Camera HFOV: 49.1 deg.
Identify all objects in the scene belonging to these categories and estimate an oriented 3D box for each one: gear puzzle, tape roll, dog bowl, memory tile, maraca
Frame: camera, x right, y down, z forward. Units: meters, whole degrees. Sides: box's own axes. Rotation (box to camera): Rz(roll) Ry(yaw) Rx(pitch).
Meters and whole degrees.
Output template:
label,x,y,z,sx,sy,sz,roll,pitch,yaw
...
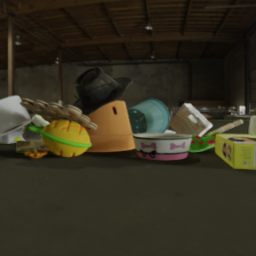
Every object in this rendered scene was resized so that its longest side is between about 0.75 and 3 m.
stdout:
label,x,y,z,sx,sy,sz,roll,pitch,yaw
gear puzzle,-2.820,0.674,8.629,1.228,0.310,2.371,-1,6,-21
tape roll,-3.998,-0.358,9.197,1.337,0.918,1.337,-26,3,2
dog bowl,0.979,0.517,8.091,1.706,0.629,1.706,1,4,0
memory tile,-2.026,-0.363,8.216,2.019,0.170,1.548,10,-19,23
maraca,-1.966,0.233,8.070,1.933,1.034,1.325,17,1,22

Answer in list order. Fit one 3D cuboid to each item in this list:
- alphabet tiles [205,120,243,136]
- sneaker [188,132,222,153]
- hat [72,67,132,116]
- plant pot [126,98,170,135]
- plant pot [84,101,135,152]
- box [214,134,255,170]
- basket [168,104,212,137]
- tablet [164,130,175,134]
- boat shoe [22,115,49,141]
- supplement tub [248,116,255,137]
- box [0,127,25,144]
label,x,y,z,sx,sy,sz,roll,pitch,yaw
alphabet tiles,4.004,0.128,12.171,1.926,0.141,1.884,-26,-5,15
sneaker,2.392,0.550,9.234,1.637,0.628,0.686,-5,-26,-17
hat,-1.057,-1.329,8.777,2.388,0.963,2.388,-24,24,12
plant pot,0.722,-0.331,13.490,1.992,1.992,1.951,2,12,30
plant pot,-0.930,-0.117,10.053,2.396,1.677,2.396,1,3,0
box,2.961,0.549,7.397,0.964,0.642,2.563,1,3,7
basket,2.525,-0.164,11.378,1.337,1.085,1.349,46,19,14
tablet,2.059,0.230,17.584,1.298,0.136,1.994,0,4,-9
boat shoe,-3.774,0.080,11.776,1.069,0.894,2.991,44,-6,-7
supplement tub,4.465,0.232,8.255,1.615,1.171,1.171,1,4,19
box,-5.682,0.276,12.158,2.131,0.641,1.243,0,3,16
